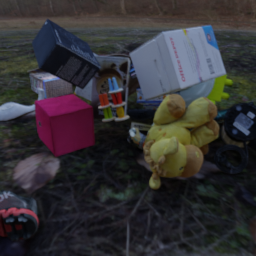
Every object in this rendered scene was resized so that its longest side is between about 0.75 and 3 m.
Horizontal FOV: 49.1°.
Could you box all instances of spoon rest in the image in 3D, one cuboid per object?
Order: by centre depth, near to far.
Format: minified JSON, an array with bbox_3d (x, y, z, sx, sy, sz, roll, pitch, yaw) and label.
[{"bbox_3d":[-4.979,-0.970,13.084,1.253,0.765,2.522,22,46,40],"label":"spoon rest"}]

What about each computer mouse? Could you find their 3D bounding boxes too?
[{"bbox_3d":[1.124,-0.481,10.303,2.373,0.404,0.695,-1,7,-7],"label":"computer mouse"}]

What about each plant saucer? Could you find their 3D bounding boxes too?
[{"bbox_3d":[2.550,-2.355,13.179,2.885,2.885,0.724,14,-12,26],"label":"plant saucer"},{"bbox_3d":[-0.660,-2.513,13.669,2.891,2.891,0.464,-5,52,-10],"label":"plant saucer"}]

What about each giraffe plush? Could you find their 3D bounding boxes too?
[{"bbox_3d":[1.356,0.518,8.217,2.774,2.394,2.250,-8,32,12],"label":"giraffe plush"}]

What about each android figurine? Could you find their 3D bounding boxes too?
[{"bbox_3d":[3.904,-2.052,13.459,2.169,1.974,0.445,15,3,-7],"label":"android figurine"}]

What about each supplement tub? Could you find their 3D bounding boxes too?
[{"bbox_3d":[0.417,0.451,9.972,0.501,0.501,0.817,-22,36,-38],"label":"supplement tub"}]

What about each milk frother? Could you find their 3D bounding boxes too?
[{"bbox_3d":[3.527,0.459,9.256,2.006,1.811,1.887,-32,-19,7],"label":"milk frother"}]

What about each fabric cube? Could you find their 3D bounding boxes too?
[{"bbox_3d":[-2.307,-0.153,10.177,1.603,1.573,1.598,-16,31,-31],"label":"fabric cube"}]

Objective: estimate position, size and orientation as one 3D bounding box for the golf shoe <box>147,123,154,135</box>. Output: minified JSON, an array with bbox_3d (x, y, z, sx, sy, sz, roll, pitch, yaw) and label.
[{"bbox_3d":[1.487,-0.353,10.968,0.983,1.194,2.609,13,33,29],"label":"golf shoe"}]

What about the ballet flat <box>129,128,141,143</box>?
[{"bbox_3d":[0.187,0.169,8.770,0.299,0.326,0.949,38,9,-21],"label":"ballet flat"}]

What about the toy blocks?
[{"bbox_3d":[-0.621,-0.978,9.829,1.213,1.456,0.529,-1,18,44],"label":"toy blocks"}]

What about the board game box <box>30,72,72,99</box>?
[{"bbox_3d":[-4.334,-2.476,15.712,1.585,0.963,1.988,-20,31,-36],"label":"board game box"}]

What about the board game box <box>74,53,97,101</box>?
[{"bbox_3d":[-1.204,-1.979,12.102,2.042,2.041,0.264,23,-20,-33],"label":"board game box"}]

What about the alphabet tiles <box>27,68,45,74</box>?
[{"bbox_3d":[-4.604,-3.457,17.200,2.878,0.091,2.395,-5,-2,38],"label":"alphabet tiles"}]

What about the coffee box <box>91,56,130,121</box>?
[{"bbox_3d":[-0.686,-1.513,10.902,1.333,2.358,0.941,4,6,4],"label":"coffee box"}]

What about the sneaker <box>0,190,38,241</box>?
[{"bbox_3d":[-3.211,2.003,6.508,2.322,0.821,1.135,0,26,-6],"label":"sneaker"}]

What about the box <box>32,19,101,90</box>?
[{"bbox_3d":[-2.205,-2.580,9.885,1.810,1.141,1.842,25,27,-42],"label":"box"}]

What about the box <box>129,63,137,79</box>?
[{"bbox_3d":[0.384,-2.628,12.385,0.816,0.203,0.810,-27,49,10],"label":"box"}]

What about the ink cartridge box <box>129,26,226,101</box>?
[{"bbox_3d":[1.799,-2.333,10.164,2.591,1.901,1.892,-21,4,-36],"label":"ink cartridge box"}]

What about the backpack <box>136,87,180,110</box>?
[{"bbox_3d":[1.215,-1.317,12.228,1.713,1.386,1.799,5,-5,-39],"label":"backpack"}]

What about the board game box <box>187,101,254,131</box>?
[{"bbox_3d":[3.381,-0.373,10.914,2.612,0.368,1.767,-14,-7,-28],"label":"board game box"}]
